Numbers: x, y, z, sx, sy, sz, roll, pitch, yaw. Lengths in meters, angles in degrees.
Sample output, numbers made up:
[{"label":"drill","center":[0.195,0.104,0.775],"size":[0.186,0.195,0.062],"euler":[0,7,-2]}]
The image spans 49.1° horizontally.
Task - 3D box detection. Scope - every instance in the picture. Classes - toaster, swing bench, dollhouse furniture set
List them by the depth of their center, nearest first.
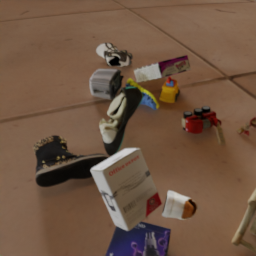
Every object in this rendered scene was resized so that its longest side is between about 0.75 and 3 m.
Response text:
[{"label":"swing bench","center":[4.700,2.405,7.420],"size":[2.695,1.758,2.710],"euler":[26,39,30]},{"label":"dollhouse furniture set","center":[5.069,0.060,11.549],"size":[1.038,0.422,0.559],"euler":[-31,46,-10]},{"label":"toaster","center":[-1.089,-2.252,13.867],"size":[1.262,1.110,1.954],"euler":[8,41,14]}]

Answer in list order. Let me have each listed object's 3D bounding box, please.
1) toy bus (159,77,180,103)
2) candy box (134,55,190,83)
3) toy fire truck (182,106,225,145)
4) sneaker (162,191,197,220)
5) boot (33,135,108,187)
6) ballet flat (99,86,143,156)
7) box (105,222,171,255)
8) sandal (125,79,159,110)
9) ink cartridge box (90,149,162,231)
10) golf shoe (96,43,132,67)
[{"label":"toy bus","center":[2.036,-1.951,13.448],"size":[0.821,1.162,1.210],"euler":[13,38,19]},{"label":"candy box","center":[1.626,-2.909,14.065],"size":[1.732,0.775,2.541],"euler":[-19,11,-22]},{"label":"toy fire truck","center":[3.133,-0.028,11.276],"size":[1.411,1.031,1.603],"euler":[-15,30,-20]},{"label":"sneaker","center":[1.147,1.803,6.284],"size":[0.702,1.659,0.604],"euler":[13,83,9]},{"label":"boot","center":[-2.100,0.999,9.881],"size":[2.491,0.912,1.876],"euler":[-16,38,-17]},{"label":"ballet flat","center":[-0.463,-0.261,9.904],"size":[0.949,2.774,0.943],"euler":[9,23,-39]},{"label":"box","center":[0.174,3.316,6.769],"size":[1.405,0.990,1.898],"euler":[9,39,13]},{"label":"sandal","center":[0.525,-1.404,13.154],"size":[0.948,0.865,2.177],"euler":[-47,57,-7]},{"label":"ink cartridge box","center":[-0.030,1.414,6.722],"size":[1.151,1.585,0.661],"euler":[-28,12,-30]},{"label":"golf shoe","center":[-1.054,-4.294,16.586],"size":[2.646,1.029,1.250],"euler":[23,43,29]}]
